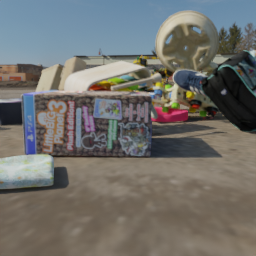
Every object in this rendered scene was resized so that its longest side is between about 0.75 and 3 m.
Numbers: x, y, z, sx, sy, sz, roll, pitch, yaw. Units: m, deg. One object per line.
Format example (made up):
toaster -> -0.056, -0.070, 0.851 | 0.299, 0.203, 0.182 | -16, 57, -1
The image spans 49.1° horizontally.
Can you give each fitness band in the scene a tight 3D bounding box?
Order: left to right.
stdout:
fitness band -> 1.247, -0.518, 10.389 | 1.543, 0.402, 2.149 | -1, 9, -24

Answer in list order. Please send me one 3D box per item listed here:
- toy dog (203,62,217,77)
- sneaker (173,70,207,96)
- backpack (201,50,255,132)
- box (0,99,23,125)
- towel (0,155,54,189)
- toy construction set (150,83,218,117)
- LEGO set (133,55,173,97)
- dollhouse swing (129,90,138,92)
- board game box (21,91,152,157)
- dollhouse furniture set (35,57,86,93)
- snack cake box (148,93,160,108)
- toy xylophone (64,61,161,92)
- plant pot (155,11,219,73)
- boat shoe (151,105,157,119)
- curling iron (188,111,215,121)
toy dog -> 4.177, -1.848, 12.710 | 2.633, 1.837, 2.553 | -28, -46, 31
sneaker -> 2.396, -1.432, 9.018 | 1.985, 0.744, 0.839 | 21, 2, 11
backpack -> 3.163, -0.934, 7.510 | 1.482, 1.934, 1.700 | -30, -7, -19
box -> -3.863, -0.587, 9.586 | 1.242, 0.765, 1.232 | -7, 13, -35
towel -> -1.513, 0.608, 4.016 | 0.863, 0.243, 1.008 | -3, 10, -13
toy construction set -> 2.348, -1.077, 10.901 | 2.908, 1.340, 1.907 | -2, -2, -35
LEGO set -> 1.408, -2.343, 12.814 | 2.458, 1.890, 1.424 | 22, -16, -32
dollhouse swing -> 0.483, -1.904, 14.524 | 1.320, 1.365, 1.502 | -38, 44, -19
board game box -> -0.731, -0.181, 5.948 | 2.349, 1.138, 1.873 | 1, 10, 0
dollhouse furniture set -> -1.555, -0.797, 9.234 | 2.475, 1.615, 2.337 | 26, -19, -39
snack cake box -> 0.017, -1.138, 12.464 | 2.602, 0.874, 1.496 | 3, 9, 17
toy xylophone -> -0.377, -1.200, 7.694 | 2.742, 0.689, 2.008 | -19, 32, -29
plant pot -> 2.400, -3.371, 11.563 | 2.804, 2.804, 2.567 | 2, 21, 11
boat shoe -> 0.720, -0.590, 9.419 | 0.294, 0.843, 0.300 | 11, -43, -43
curling iron -> 2.619, -0.375, 9.983 | 1.133, 0.145, 0.281 | -14, 56, -20
